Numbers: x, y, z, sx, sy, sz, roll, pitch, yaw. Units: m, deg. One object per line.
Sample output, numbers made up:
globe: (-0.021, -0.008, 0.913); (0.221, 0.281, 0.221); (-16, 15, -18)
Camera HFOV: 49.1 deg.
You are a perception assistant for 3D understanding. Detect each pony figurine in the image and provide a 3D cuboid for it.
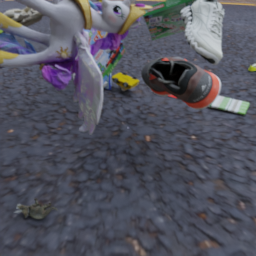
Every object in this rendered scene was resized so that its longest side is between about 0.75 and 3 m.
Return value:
pony figurine: (-1.163, -1.554, 5.265); (2.802, 2.704, 2.333); (5, 39, -23)

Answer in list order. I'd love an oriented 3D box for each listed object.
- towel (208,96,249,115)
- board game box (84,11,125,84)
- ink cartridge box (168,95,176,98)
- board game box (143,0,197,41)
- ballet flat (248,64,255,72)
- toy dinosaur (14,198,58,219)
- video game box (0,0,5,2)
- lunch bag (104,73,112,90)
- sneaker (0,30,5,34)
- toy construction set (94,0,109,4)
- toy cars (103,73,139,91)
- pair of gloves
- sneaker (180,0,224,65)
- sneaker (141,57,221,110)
towel: (3.450, -0.758, 9.612); (1.214, 0.186, 0.906); (18, 37, 24)
board game box: (-0.763, -2.205, 7.711); (0.330, 1.803, 1.364); (26, 77, 25)
ink cartridge box: (2.179, -1.547, 10.730); (1.229, 0.382, 1.527); (19, 34, 30)
board game box: (1.455, -3.159, 7.868); (1.915, 0.279, 1.289); (-13, -15, 13)
ballet flat: (5.934, -2.793, 12.861); (0.952, 0.319, 0.318); (-13, 33, -22)
toy dinosaur: (-1.751, 1.634, 5.477); (0.806, 0.310, 0.412); (13, 44, 10)
video game box: (-2.593, -2.800, 5.332); (0.837, 0.763, 0.196); (-25, 5, -13)
lunch bag: (-0.923, -1.989, 11.076); (0.564, 0.752, 0.885); (-16, 34, -24)
sneaker: (-3.645, -2.840, 6.459); (2.308, 0.956, 0.828); (36, 65, 21)
toy construction set: (-1.237, -4.222, 9.554); (2.412, 2.222, 2.892); (15, 75, 14)
toy cars: (-0.709, -1.684, 10.834); (2.308, 0.511, 1.035); (-2, 39, 6)
pair of gloves: (-3.203, -3.149, 8.127); (1.801, 0.371, 2.118); (-14, 22, 25)
sneaker: (1.061, -1.380, 3.774); (0.484, 0.522, 1.288); (26, 44, -32)
sneaker: (0.887, -1.285, 6.323); (1.110, 1.045, 2.711); (26, 5, -31)
